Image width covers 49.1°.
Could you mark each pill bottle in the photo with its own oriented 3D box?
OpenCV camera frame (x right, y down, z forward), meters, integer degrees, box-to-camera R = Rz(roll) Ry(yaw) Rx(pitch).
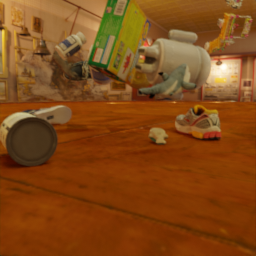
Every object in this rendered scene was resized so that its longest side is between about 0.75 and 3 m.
[{"bbox_3d":[-1.097,-2.674,11.681,1.123,1.123,2.004,0,-16,-2],"label":"pill bottle"},{"bbox_3d":[-1.895,-2.755,9.372,0.988,0.548,0.548,-40,19,-12],"label":"pill bottle"}]

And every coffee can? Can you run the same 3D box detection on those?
[{"bbox_3d":[-2.597,0.230,7.178,1.170,1.170,1.598,-4,9,-29],"label":"coffee can"}]

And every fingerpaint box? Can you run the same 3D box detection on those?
[{"bbox_3d":[-0.245,-2.841,9.361,0.856,2.334,1.947,19,2,23],"label":"fingerpaint box"}]

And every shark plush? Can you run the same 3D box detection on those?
[{"bbox_3d":[1.025,-1.249,7.921,1.814,0.755,0.824,-20,9,-15],"label":"shark plush"}]

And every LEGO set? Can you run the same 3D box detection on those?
[{"bbox_3d":[3.427,-3.188,9.538,0.866,1.071,2.327,-1,-32,-8],"label":"LEGO set"}]

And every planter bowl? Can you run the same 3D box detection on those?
[{"bbox_3d":[0.494,-2.513,13.522,1.515,1.515,0.631,1,25,5],"label":"planter bowl"}]

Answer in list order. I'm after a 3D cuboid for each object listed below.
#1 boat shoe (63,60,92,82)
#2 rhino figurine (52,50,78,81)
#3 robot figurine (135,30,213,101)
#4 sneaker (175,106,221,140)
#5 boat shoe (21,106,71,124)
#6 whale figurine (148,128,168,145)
[{"bbox_3d":[-1.828,-2.834,13.775,2.718,1.018,0.840,-5,7,-8],"label":"boat shoe"},{"bbox_3d":[-2.645,-2.591,11.936,0.474,1.585,0.693,-27,23,26],"label":"rhino figurine"},{"bbox_3d":[1.579,-2.016,9.146,2.600,2.205,1.468,6,19,-16],"label":"robot figurine"},{"bbox_3d":[2.793,-0.311,11.194,1.138,1.201,2.923,-2,7,-16],"label":"sneaker"},{"bbox_3d":[-4.262,-0.686,14.553,1.257,1.012,2.710,13,14,28],"label":"boat shoe"},{"bbox_3d":[1.016,0.360,9.540,0.680,0.443,0.854,0,32,-11],"label":"whale figurine"}]
